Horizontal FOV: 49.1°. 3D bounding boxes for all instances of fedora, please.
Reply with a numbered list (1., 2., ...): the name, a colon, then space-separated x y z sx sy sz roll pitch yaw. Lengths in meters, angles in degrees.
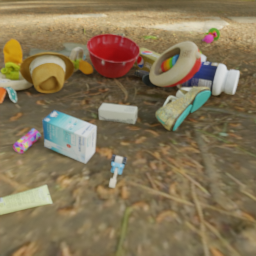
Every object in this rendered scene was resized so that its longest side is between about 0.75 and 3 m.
1. fedora: -3.184 -2.038 11.183 2.285 2.285 0.932 -8 68 -12

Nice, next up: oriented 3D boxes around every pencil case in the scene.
1. pencil case: -2.999 0.393 8.341 0.403 0.403 0.912 10 34 15

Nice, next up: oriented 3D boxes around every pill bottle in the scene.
1. pill bottle: 3.237 -2.034 11.431 2.272 1.262 1.262 15 34 22

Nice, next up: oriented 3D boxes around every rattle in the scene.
1. rattle: -4.813 -2.309 11.439 1.729 1.897 2.655 23 23 -7
2. rattle: -2.084 -3.234 13.856 1.398 1.274 1.957 8 5 10

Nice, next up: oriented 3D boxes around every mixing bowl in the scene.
1. mixing bowl: -0.751 -3.196 13.036 2.417 1.309 2.417 7 45 -7

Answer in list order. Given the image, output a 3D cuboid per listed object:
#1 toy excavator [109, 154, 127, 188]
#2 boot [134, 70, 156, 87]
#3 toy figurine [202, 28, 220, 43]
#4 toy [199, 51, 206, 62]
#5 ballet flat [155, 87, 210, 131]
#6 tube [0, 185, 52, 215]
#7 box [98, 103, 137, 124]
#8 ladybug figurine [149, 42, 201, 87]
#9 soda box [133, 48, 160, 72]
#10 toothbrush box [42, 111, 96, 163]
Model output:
1. toy excavator: -0.298 1.107 7.188 0.396 0.792 0.770 12 -4 1
2. boot: 0.784 -2.266 12.477 1.409 0.560 1.618 28 23 38
3. toy figurine: 5.299 -5.969 18.489 1.170 0.879 1.077 1 33 46
4. toy: 3.628 -3.674 14.804 0.879 0.360 1.526 36 38 -2
5. ballet flat: 1.924 -0.889 9.777 1.017 1.017 2.878 22 41 31
6. tube: -2.447 1.672 6.311 1.354 0.393 0.351 -10 0 -29
7. box: -0.347 -0.502 9.743 1.273 0.435 0.523 8 33 12
8. ladybug figurine: 1.787 -2.242 10.348 0.906 1.710 2.518 28 -15 -26
9. soda box: 1.134 -3.196 13.751 0.783 0.829 2.448 -19 36 -28
10. toothbrush box: -1.617 0.249 7.772 1.367 1.001 0.583 20 40 12
